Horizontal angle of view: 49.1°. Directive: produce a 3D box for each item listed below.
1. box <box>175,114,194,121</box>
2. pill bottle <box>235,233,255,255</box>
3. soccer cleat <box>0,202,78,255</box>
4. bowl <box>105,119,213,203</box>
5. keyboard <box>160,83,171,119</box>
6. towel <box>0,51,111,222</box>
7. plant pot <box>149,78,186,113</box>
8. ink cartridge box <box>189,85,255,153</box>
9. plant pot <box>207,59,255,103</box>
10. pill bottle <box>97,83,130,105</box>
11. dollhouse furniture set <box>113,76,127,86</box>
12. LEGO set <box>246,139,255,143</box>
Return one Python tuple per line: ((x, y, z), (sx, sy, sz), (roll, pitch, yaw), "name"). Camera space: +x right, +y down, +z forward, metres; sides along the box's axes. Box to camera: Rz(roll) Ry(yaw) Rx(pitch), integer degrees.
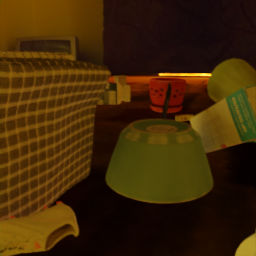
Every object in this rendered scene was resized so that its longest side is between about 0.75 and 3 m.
((2.263, -0.402, 11.184), (0.766, 0.192, 0.288), (-8, 16, -29), "box")
((2.111, 1.115, 2.736), (2.245, 1.257, 1.257), (-9, 16, -33), "pill bottle")
((-1.282, 1.358, 3.482), (1.372, 0.476, 0.532), (-15, 43, -32), "soccer cleat")
((0.611, 0.488, 5.609), (2.157, 1.128, 2.157), (-1, 14, 0), "bowl")
((1.418, -0.965, 10.984), (0.300, 1.515, 0.789), (10, -16, 17), "keyboard")
((-1.497, 0.044, 4.589), (1.277, 2.471, 2.984), (13, 17, 22), "towel")
((1.816, -1.532, 13.001), (1.668, 1.519, 1.668), (0, 13, 0), "plant pot")
((2.417, -0.155, 6.003), (1.550, 0.914, 2.693), (-15, -10, -16), "ink cartridge box")
((5.231, -1.643, 12.722), (2.345, 2.345, 2.506), (-3, 30, -11), "plant pot")
((-0.903, -1.838, 15.009), (1.965, 1.175, 1.175), (-1, 14, -5), "pill bottle")
((-1.217, -2.423, 16.852), (2.133, 1.417, 1.869), (8, 16, 30), "dollhouse furniture set")
((4.617, -0.578, 8.652), (2.295, 1.729, 2.985), (12, 18, 41), "LEGO set")
